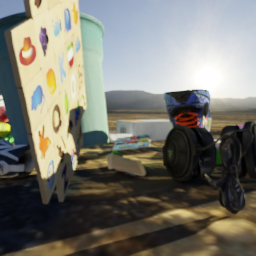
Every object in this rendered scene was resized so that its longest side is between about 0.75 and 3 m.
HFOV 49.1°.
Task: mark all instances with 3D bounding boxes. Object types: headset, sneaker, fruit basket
[{"bbox_3d":[1.514,0.621,4.832,1.834,1.396,2.970,-4,-11,8],"label":"headset"},{"bbox_3d":[-2.228,0.604,5.557,1.040,0.638,1.598,3,2,-8],"label":"sneaker"},{"bbox_3d":[1.399,-0.074,6.260,0.982,1.023,2.608,-6,-22,18],"label":"sneaker"},{"bbox_3d":[-3.672,-0.304,8.323,0.764,1.629,1.509,24,52,25],"label":"fruit basket"}]

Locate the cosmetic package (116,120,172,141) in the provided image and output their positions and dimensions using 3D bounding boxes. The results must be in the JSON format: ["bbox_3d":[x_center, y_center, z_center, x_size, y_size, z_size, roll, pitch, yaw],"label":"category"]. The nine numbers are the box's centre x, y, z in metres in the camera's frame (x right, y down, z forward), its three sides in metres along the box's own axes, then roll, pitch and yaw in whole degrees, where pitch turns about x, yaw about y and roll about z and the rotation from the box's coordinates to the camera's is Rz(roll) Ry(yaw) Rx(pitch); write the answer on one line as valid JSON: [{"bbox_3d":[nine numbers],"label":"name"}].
[{"bbox_3d":[0.759,0.087,11.052,2.214,0.789,1.123,-2,5,-32],"label":"cosmetic package"}]

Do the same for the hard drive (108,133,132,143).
[{"bbox_3d":[-0.220,0.360,9.636,0.869,0.114,0.573,4,24,-20],"label":"hard drive"}]

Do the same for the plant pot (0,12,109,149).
[{"bbox_3d":[-1.680,-0.775,6.478,2.778,2.721,2.778,-11,-3,-1],"label":"plant pot"}]

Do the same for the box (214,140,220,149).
[{"bbox_3d":[2.792,0.527,8.426,0.892,0.260,1.304,3,3,9],"label":"box"}]

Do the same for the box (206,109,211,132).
[{"bbox_3d":[2.377,-0.040,9.383,0.645,1.147,0.581,4,38,8],"label":"box"}]

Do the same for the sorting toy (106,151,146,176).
[{"bbox_3d":[-0.075,0.685,5.502,0.704,0.140,0.952,12,15,-11],"label":"sorting toy"}]

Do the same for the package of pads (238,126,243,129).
[{"bbox_3d":[3.482,0.384,6.738,2.288,0.866,1.379,1,4,18],"label":"package of pads"}]

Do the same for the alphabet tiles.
[{"bbox_3d":[-0.886,-0.577,3.729,0.093,2.936,2.443,2,33,3],"label":"alphabet tiles"}]

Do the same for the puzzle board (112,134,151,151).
[{"bbox_3d":[0.110,0.392,7.816,1.019,0.089,0.768,-8,21,10],"label":"puzzle board"}]
